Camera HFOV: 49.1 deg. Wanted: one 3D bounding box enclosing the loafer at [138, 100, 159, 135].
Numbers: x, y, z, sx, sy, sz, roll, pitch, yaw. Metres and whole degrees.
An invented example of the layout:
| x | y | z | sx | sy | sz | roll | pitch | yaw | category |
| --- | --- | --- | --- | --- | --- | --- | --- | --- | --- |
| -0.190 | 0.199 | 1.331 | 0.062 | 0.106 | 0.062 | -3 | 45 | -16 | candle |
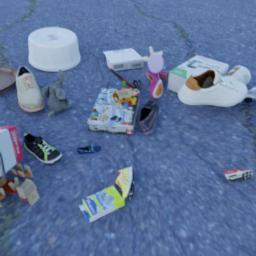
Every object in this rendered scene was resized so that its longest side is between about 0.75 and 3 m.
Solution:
| x | y | z | sx | sy | sz | roll | pitch | yaw | category |
| --- | --- | --- | --- | --- | --- | --- | --- | --- | --- |
| 0.727 | -0.539 | 10.367 | 0.667 | 0.584 | 1.855 | -22 | 32 | 26 | loafer |

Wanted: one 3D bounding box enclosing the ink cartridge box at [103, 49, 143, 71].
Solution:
| x | y | z | sx | sy | sz | roll | pitch | yaw | category |
| --- | --- | --- | --- | --- | --- | --- | --- | --- | --- |
| -0.312 | -3.572 | 14.595 | 1.688 | 0.522 | 2.082 | -10 | 30 | -12 | ink cartridge box |

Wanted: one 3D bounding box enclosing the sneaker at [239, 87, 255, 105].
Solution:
| x | y | z | sx | sy | sz | roll | pitch | yaw | category |
| --- | --- | --- | --- | --- | --- | --- | --- | --- | --- |
| 5.070 | -1.227 | 11.484 | 1.536 | 0.592 | 0.654 | -11 | 50 | -11 | sneaker |

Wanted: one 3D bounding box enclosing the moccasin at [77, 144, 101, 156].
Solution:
| x | y | z | sx | sy | sz | roll | pitch | yaw | category |
| --- | --- | --- | --- | --- | --- | --- | --- | --- | --- |
| -1.272 | 0.718 | 9.173 | 0.806 | 0.275 | 0.324 | -12 | 40 | -15 | moccasin |

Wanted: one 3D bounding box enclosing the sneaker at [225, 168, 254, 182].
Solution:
| x | y | z | sx | sy | sz | roll | pitch | yaw | category |
| --- | --- | --- | --- | --- | --- | --- | --- | --- | --- |
| 3.301 | 1.333 | 8.333 | 0.868 | 0.334 | 0.369 | -4 | 29 | -8 | sneaker |

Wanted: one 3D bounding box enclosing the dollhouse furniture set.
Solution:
| x | y | z | sx | sy | sz | roll | pitch | yaw | category |
| --- | --- | --- | --- | --- | --- | --- | --- | --- | --- |
| -3.121 | 1.696 | 7.818 | 1.226 | 0.638 | 1.239 | 9 | 37 | 30 | dollhouse furniture set |

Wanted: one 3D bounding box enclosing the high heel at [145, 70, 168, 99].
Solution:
| x | y | z | sx | sy | sz | roll | pitch | yaw | category |
| --- | --- | --- | --- | --- | --- | --- | --- | --- | --- |
| 1.008 | -1.968 | 12.268 | 1.092 | 0.767 | 2.277 | 4 | 42 | 20 | high heel |

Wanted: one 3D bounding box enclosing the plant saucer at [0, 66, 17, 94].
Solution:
| x | y | z | sx | sy | sz | roll | pitch | yaw | category |
| --- | --- | --- | --- | --- | --- | --- | --- | --- | --- |
| -6.302 | -2.033 | 12.562 | 2.690 | 0.431 | 2.690 | 1 | 38 | -1 | plant saucer |

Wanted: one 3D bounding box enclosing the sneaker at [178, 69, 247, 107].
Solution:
| x | y | z | sx | sy | sz | roll | pitch | yaw | category |
| --- | --- | --- | --- | --- | --- | --- | --- | --- | --- |
| 3.346 | -1.506 | 10.200 | 2.929 | 1.240 | 1.066 | -7 | 52 | -22 | sneaker |

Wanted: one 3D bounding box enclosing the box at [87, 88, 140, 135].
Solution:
| x | y | z | sx | sy | sz | roll | pitch | yaw | category |
| --- | --- | --- | --- | --- | --- | --- | --- | --- | --- |
| -0.473 | -0.692 | 10.799 | 1.634 | 0.476 | 2.387 | 5 | 38 | 7 | box |

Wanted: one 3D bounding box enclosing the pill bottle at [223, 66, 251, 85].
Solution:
| x | y | z | sx | sy | sz | roll | pitch | yaw | category |
| --- | --- | --- | --- | --- | --- | --- | --- | --- | --- |
| 4.399 | -1.875 | 11.892 | 0.907 | 0.907 | 1.585 | 32 | 59 | 34 | pill bottle |

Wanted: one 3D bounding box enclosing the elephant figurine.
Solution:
| x | y | z | sx | sy | sz | roll | pitch | yaw | category |
| --- | --- | --- | --- | --- | --- | --- | --- | --- | --- |
| -2.805 | -1.370 | 10.832 | 0.991 | 1.401 | 1.087 | -16 | 31 | -9 | elephant figurine |

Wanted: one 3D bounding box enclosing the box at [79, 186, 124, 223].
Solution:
| x | y | z | sx | sy | sz | roll | pitch | yaw | category |
| --- | --- | --- | --- | --- | --- | --- | --- | --- | --- |
| -0.718 | 2.033 | 7.525 | 1.064 | 0.254 | 0.649 | -20 | 41 | -25 | box |

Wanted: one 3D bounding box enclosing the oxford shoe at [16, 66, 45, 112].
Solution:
| x | y | z | sx | sy | sz | roll | pitch | yaw | category |
| --- | --- | --- | --- | --- | --- | --- | --- | --- | --- |
| -4.164 | -1.619 | 11.526 | 0.996 | 1.038 | 2.813 | -19 | 42 | -23 | oxford shoe |

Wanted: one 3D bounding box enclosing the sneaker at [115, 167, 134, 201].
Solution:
| x | y | z | sx | sy | sz | roll | pitch | yaw | category |
| --- | --- | --- | --- | --- | --- | --- | --- | --- | --- |
| -0.112 | 1.614 | 7.966 | 0.531 | 0.459 | 1.175 | -6 | 33 | 8 | sneaker |

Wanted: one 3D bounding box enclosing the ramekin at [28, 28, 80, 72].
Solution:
| x | y | z | sx | sy | sz | roll | pitch | yaw | category |
| --- | --- | --- | --- | --- | --- | --- | --- | --- | --- |
| -3.777 | -4.084 | 14.288 | 2.636 | 1.285 | 2.636 | 4 | 41 | -3 | ramekin |

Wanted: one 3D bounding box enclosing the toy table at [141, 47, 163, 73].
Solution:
| x | y | z | sx | sy | sz | roll | pitch | yaw | category |
| --- | --- | --- | --- | --- | --- | --- | --- | --- | --- |
| 1.105 | -2.960 | 12.168 | 0.959 | 1.043 | 0.611 | -12 | 53 | -10 | toy table |

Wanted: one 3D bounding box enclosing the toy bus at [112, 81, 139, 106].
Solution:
| x | y | z | sx | sy | sz | roll | pitch | yaw | category |
| --- | --- | --- | --- | --- | --- | --- | --- | --- | --- |
| -0.163 | -1.229 | 10.681 | 0.941 | 0.486 | 0.888 | 30 | 52 | -18 | toy bus |

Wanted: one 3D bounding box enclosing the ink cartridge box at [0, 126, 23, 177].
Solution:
| x | y | z | sx | sy | sz | roll | pitch | yaw | category |
| --- | --- | --- | --- | --- | --- | --- | --- | --- | --- |
| -4.204 | 0.801 | 7.204 | 1.952 | 1.120 | 2.687 | -7 | 10 | 0 | ink cartridge box |

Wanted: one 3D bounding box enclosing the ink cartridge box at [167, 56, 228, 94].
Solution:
| x | y | z | sx | sy | sz | roll | pitch | yaw | category |
| --- | --- | --- | --- | --- | --- | --- | --- | --- | --- |
| 3.093 | -2.241 | 12.375 | 1.673 | 0.964 | 2.292 | 28 | 46 | 31 | ink cartridge box |

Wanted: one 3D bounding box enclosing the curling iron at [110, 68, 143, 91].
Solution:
| x | y | z | sx | sy | sz | roll | pitch | yaw | category |
| --- | --- | --- | --- | --- | --- | --- | --- | --- | --- |
| -0.107 | -2.207 | 12.619 | 2.141 | 0.531 | 0.274 | 36 | 10 | 36 | curling iron |

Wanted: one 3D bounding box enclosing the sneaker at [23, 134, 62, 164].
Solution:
| x | y | z | sx | sy | sz | roll | pitch | yaw | category |
| --- | --- | --- | --- | --- | --- | --- | --- | --- | --- |
| -2.822 | 0.628 | 8.963 | 1.582 | 0.655 | 0.567 | 20 | 44 | 24 | sneaker |
